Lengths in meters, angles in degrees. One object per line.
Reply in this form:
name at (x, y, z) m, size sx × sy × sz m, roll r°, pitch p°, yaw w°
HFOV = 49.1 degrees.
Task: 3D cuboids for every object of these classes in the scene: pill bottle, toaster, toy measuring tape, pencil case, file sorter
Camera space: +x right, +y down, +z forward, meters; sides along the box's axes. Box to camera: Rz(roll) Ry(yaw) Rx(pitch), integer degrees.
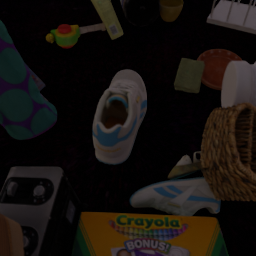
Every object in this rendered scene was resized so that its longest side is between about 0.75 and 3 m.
pill bottle at (0.360, -5.244, 11.111) m, size 1.400 × 1.400 × 2.504 m, roll -6°, pitch 48°, yaw -5°
toaster at (-1.492, 1.694, 4.643) m, size 1.081 × 1.822 × 1.647 m, roll 4°, pitch 55°, yaw 8°
toy measuring tape at (-1.748, -3.232, 9.733) m, size 2.154 × 0.793 × 0.793 m, roll -14°, pitch 49°, yaw -13°
pencil case at (-2.742, -1.176, 6.205) m, size 1.230 × 2.891 × 1.336 m, roll -1°, pitch 37°, yaw 29°
pill bottle at (3.945, -0.897, 6.953) m, size 2.884 × 1.670 × 1.670 m, roll 3°, pitch 48°, yaw 4°
file sorter at (4.743, -4.857, 10.559) m, size 2.748 × 1.711 × 1.907 m, roll 22°, pitch 51°, yaw 19°

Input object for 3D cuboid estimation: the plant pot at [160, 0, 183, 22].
plant pot at (1.643, -4.614, 11.016) m, size 0.970 × 0.689 × 0.970 m, roll -1°, pitch 47°, yaw 1°

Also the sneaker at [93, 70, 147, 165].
sneaker at (-0.121, -0.589, 6.969) m, size 1.130 × 1.193 × 2.955 m, roll 6°, pitch 49°, yaw 5°

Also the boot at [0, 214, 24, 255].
boot at (-1.746, 1.600, 2.250) m, size 0.950 × 2.184 × 2.625 m, roll -44°, pitch 46°, yaw 9°

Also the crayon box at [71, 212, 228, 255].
crayon box at (0.335, 2.194, 4.517) m, size 2.440 × 0.711 × 1.449 m, roll 2°, pitch 34°, yaw 0°

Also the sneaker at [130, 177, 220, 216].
sneaker at (0.914, 1.427, 5.499) m, size 1.768 × 0.676 × 0.714 m, roll -8°, pitch 69°, yaw 4°

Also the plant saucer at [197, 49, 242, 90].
plant saucer at (2.787, -1.762, 8.512) m, size 1.484 × 0.240 × 1.484 m, roll -1°, pitch 63°, yaw 1°

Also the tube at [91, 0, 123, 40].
tube at (-0.755, -4.049, 9.763) m, size 0.484 × 1.864 × 0.541 m, roll -13°, pitch 27°, yaw 32°

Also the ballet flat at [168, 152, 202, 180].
ballet flat at (1.454, 0.781, 6.197) m, size 1.375 × 0.486 × 0.486 m, roll -12°, pitch 49°, yaw -16°

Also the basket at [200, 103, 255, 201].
basket at (2.160, 0.326, 5.074) m, size 1.295 × 1.241 × 1.738 m, roll -7°, pitch 38°, yaw 34°

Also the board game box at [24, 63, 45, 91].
board game box at (-2.719, -1.402, 7.838) m, size 0.313 × 1.015 × 1.014 m, roll -43°, pitch 91°, yaw -6°

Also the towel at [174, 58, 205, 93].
towel at (1.797, -1.540, 8.231) m, size 0.758 × 0.186 × 1.022 m, roll 13°, pitch 80°, yaw 7°
